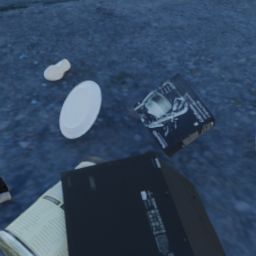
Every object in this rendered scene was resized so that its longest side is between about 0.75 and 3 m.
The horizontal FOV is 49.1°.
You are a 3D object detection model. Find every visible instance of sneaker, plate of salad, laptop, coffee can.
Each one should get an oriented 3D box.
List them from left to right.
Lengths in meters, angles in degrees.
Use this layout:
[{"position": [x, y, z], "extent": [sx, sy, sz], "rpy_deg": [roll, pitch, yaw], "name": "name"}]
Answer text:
[{"position": [-3.082, -2.316, 11.722], "extent": [0.721, 0.613, 1.629], "rpy_deg": [-19, 21, 30], "name": "sneaker"}, {"position": [-1.121, 1.931, 5.663], "extent": [1.704, 1.704, 2.329], "rpy_deg": [25, 45, 27], "name": "coffee can"}, {"position": [-1.475, -0.556, 8.837], "extent": [0.464, 1.934, 1.934], "rpy_deg": [27, 18, -44], "name": "plate of salad"}, {"position": [0.481, 2.090, 5.285], "extent": [2.980, 1.727, 2.790], "rpy_deg": [-11, 48, -8], "name": "laptop"}]

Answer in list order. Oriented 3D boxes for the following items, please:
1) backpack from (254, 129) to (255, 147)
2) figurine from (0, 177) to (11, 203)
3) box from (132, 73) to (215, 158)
[{"position": [4.088, 0.304, 7.868], "extent": [1.095, 1.043, 0.843], "rpy_deg": [-12, 10, -9], "name": "backpack"}, {"position": [-3.340, 1.669, 6.688], "extent": [0.900, 0.923, 0.397], "rpy_deg": [-28, 70, -29], "name": "figurine"}, {"position": [1.277, -0.322, 7.834], "extent": [1.607, 1.013, 1.635], "rpy_deg": [-36, 68, 7], "name": "box"}]
